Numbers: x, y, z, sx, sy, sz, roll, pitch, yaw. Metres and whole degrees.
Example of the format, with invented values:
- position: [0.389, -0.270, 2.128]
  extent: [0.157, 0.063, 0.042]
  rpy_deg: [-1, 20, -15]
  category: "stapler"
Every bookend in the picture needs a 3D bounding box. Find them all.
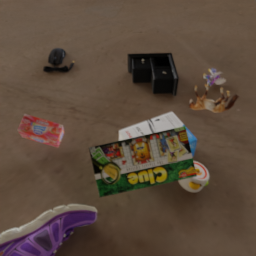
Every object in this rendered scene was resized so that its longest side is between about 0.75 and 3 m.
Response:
- position: [1.003, -2.329, 12.133]
  extent: [2.003, 0.922, 1.990]
  rpy_deg: [-1, 45, -1]
  category: "bookend"

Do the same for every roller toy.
- position: [1.964, 1.451, 8.440]
  extent: [0.912, 0.637, 0.832]
  rpy_deg: [-19, 55, -38]
  category: "roller toy"

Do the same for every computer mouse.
- position: [-3.225, -3.365, 13.492]
  extent: [1.366, 0.448, 1.946]
  rpy_deg: [4, 46, 5]
  category: "computer mouse"

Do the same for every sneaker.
- position: [-2.040, 2.875, 7.122]
  extent: [2.839, 1.144, 1.184]
  rpy_deg: [-25, 65, -11]
  category: "sneaker"

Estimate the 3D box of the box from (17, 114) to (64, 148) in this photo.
- position: [-2.929, 0.117, 9.503]
  extent: [1.341, 0.688, 0.635]
  rpy_deg: [17, 67, -2]
  category: "box"

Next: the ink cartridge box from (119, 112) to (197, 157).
- position: [0.939, 0.532, 9.320]
  extent: [2.118, 0.909, 1.551]
  rpy_deg: [-19, 48, -19]
  category: "ink cartridge box"

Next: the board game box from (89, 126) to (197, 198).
- position: [0.397, 0.933, 7.769]
  extent: [2.748, 0.322, 1.440]
  rpy_deg: [-13, 89, 2]
  category: "board game box"

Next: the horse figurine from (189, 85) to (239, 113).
- position: [3.092, -0.983, 10.302]
  extent: [1.762, 1.168, 0.440]
  rpy_deg: [13, 41, 21]
  category: "horse figurine"

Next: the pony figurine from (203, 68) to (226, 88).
- position: [3.736, -2.209, 12.281]
  extent: [0.873, 0.753, 0.904]
  rpy_deg: [-24, 45, 22]
  category: "pony figurine"
